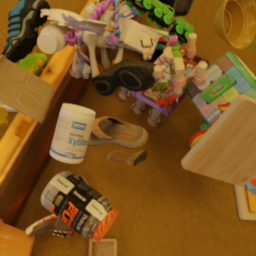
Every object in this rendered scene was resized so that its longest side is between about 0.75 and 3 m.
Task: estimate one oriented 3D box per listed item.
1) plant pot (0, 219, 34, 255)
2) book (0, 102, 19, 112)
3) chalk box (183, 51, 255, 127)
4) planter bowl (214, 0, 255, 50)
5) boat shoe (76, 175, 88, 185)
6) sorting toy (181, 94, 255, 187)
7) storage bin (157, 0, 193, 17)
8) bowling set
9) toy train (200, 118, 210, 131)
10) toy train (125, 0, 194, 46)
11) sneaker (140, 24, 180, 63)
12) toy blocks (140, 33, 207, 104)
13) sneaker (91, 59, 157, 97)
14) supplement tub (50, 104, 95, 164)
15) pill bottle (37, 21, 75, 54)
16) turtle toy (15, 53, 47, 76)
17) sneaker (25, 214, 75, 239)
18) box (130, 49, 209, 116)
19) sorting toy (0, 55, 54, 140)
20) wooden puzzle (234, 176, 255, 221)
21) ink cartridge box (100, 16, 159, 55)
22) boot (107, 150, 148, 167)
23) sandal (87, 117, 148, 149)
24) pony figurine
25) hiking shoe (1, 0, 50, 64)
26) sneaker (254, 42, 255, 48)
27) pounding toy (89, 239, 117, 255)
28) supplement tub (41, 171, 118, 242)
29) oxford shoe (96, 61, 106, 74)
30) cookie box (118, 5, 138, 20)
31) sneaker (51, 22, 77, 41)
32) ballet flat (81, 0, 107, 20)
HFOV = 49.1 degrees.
[{"bbox_3d":[-3.725,3.675,8.436,1.529,1.670,1.670,14,62,-11],"label":"plant pot"},{"bbox_3d":[-4.972,-1.221,11.636,1.744,0.419,1.165,2,66,-1],"label":"book"},{"bbox_3d":[3.012,-0.960,8.368,1.742,2.800,1.733,-40,70,27],"label":"chalk box"},{"bbox_3d":[3.214,-3.307,8.735,1.734,1.734,0.722,-44,30,-20],"label":"planter bowl"},{"bbox_3d":[-1.503,2.210,9.739,0.469,0.462,1.302,-32,67,-16],"label":"boat shoe"},{"bbox_3d":[2.868,0.295,7.403,2.321,2.335,0.812,19,32,-25],"label":"sorting toy"},{"bbox_3d":[1.707,-5.368,10.187,1.044,2.227,1.505,-19,54,-37],"label":"storage bin"},{"bbox_3d":[0.915,-1.210,11.312,1.662,1.282,2.389,-22,61,-32],"label":"bowling set"},{"bbox_3d":[2.998,0.038,10.792,0.468,0.632,2.242,20,64,10],"label":"toy train"},{"bbox_3d":[1.162,-3.934,9.768,2.965,0.619,0.836,26,66,-28],"label":"toy train"},{"bbox_3d":[0.775,-3.514,12.403,2.910,1.217,1.757,13,53,5],"label":"sneaker"},{"bbox_3d":[1.276,-1.697,8.223,1.673,1.408,1.563,-6,58,-1],"label":"toy blocks"},{"bbox_3d":[-0.026,-1.736,8.747,2.562,0.973,1.163,1,43,41],"label":"sneaker"},{"bbox_3d":[-1.304,0.135,6.574,0.821,0.821,1.244,18,100,9],"label":"supplement tub"},{"bbox_3d":[-2.515,-3.199,9.810,0.910,0.910,1.638,10,37,5],"label":"pill bottle"},{"bbox_3d":[-4.144,-2.737,12.172,1.110,0.770,1.523,29,65,17],"label":"turtle toy"},{"bbox_3d":[-2.087,3.117,8.829,2.118,0.816,0.867,-11,73,-30],"label":"sneaker"},{"bbox_3d":[1.399,-1.656,9.461,1.591,0.455,2.325,33,72,30],"label":"box"},{"bbox_3d":[-3.393,-0.906,8.464,2.026,0.364,2.719,34,35,-25],"label":"sorting toy"},{"bbox_3d":[4.655,2.387,9.726,1.740,0.324,1.610,2,63,1],"label":"wooden puzzle"},{"bbox_3d":[-0.049,-3.499,10.545,1.991,1.448,0.836,35,107,46],"label":"ink cartridge box"},{"bbox_3d":[-0.011,0.850,8.760,0.998,0.330,0.874,9,22,37],"label":"boot"},{"bbox_3d":[-0.539,0.058,7.628,2.207,0.596,0.886,7,58,27],"label":"sandal"},{"bbox_3d":[-1.242,-3.022,9.269,2.708,2.806,2.336,-15,36,-35],"label":"pony figurine"},{"bbox_3d":[-3.763,-3.491,9.844,1.139,0.977,2.627,41,104,12],"label":"hiking shoe"},{"bbox_3d":[3.996,-2.339,8.184,0.340,0.798,0.311,22,101,-26],"label":"sneaker"},{"bbox_3d":[-0.599,4.170,8.617,1.181,0.615,1.344,-1,62,0],"label":"pounding toy"},{"bbox_3d":[-1.213,1.982,7.094,1.774,1.087,1.087,31,66,15],"label":"supplement tub"},{"bbox_3d":[-1.006,-2.160,10.357,0.329,0.329,0.923,-26,64,-4],"label":"oxford shoe"},{"bbox_3d":[-0.469,-4.897,12.694,1.459,1.706,0.641,-36,106,-25],"label":"cookie box"},{"bbox_3d":[-2.519,-4.647,13.246,2.273,0.828,0.962,15,55,-2],"label":"sneaker"},{"bbox_3d":[-1.618,-6.103,14.029,0.691,0.639,2.050,39,69,17],"label":"ballet flat"}]
